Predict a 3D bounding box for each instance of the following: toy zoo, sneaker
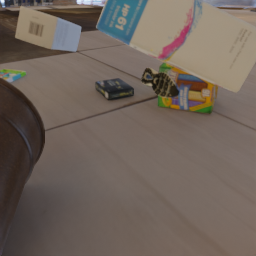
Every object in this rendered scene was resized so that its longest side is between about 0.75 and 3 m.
[{"bbox_3d":[-5.683,-2.287,12.686,1.211,0.189,1.846,9,30,16],"label":"toy zoo"},{"bbox_3d":[0.853,-1.049,6.566,0.597,0.526,1.340,11,23,-30],"label":"sneaker"}]

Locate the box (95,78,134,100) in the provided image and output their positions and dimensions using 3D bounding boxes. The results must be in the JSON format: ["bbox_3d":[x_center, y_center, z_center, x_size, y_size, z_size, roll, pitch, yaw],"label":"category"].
[{"bbox_3d":[-0.563,-1.578,11.233,1.103,0.357,1.399,-12,31,-23],"label":"box"}]

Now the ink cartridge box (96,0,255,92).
[{"bbox_3d":[1.026,-2.004,6.011,2.991,1.266,2.161,23,15,-4],"label":"ink cartridge box"}]

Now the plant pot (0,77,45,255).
[{"bbox_3d":[-2.984,0.963,4.374,2.961,2.961,2.931,-4,38,-6],"label":"plant pot"}]

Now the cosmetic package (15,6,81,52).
[{"bbox_3d":[-2.664,-3.346,9.764,1.311,1.034,2.437,18,16,2],"label":"cosmetic package"}]

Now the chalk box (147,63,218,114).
[{"bbox_3d":[1.948,-1.634,10.133,2.457,1.523,1.534,11,30,19],"label":"chalk box"}]
